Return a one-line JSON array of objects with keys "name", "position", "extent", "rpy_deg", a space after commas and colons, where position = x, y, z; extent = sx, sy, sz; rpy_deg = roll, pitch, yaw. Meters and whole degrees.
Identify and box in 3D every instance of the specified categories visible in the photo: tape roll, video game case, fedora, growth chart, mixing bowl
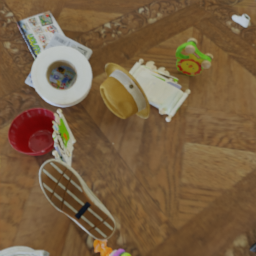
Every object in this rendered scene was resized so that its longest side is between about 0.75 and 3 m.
[{"name": "tape roll", "position": [-2.405, -1.864, 10.271], "extent": [2.147, 0.751, 2.147], "rpy_deg": [0, 87, -8]}, {"name": "video game case", "position": [-2.690, -2.371, 10.893], "extent": [1.678, 0.211, 2.343], "rpy_deg": [28, 83, 5]}, {"name": "fedora", "position": [-0.250, -1.032, 9.248], "extent": [0.910, 2.230, 2.230], "rpy_deg": [-40, 68, -16]}, {"name": "growth chart", "position": [1.068, -1.616, 11.004], "extent": [2.705, 0.240, 1.957], "rpy_deg": [36, 66, 19]}, {"name": "growth chart", "position": [-1.776, 0.457, 7.755], "extent": [0.171, 1.393, 1.925], "rpy_deg": [-16, 39, 5]}, {"name": "mixing bowl", "position": [-3.051, 0.284, 9.522], "extent": [1.708, 0.925, 1.708], "rpy_deg": [-1, 60, 1]}]

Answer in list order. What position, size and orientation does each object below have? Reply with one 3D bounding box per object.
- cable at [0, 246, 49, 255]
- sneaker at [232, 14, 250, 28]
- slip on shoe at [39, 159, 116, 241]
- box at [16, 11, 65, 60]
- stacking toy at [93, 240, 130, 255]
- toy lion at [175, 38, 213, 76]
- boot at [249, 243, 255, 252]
[{"name": "cable", "position": [-3.060, 4.174, 7.206], "extent": [2.138, 0.740, 2.137], "rpy_deg": [5, 50, 19]}, {"name": "sneaker", "position": [5.182, -5.037, 12.803], "extent": [0.318, 0.499, 0.864], "rpy_deg": [-38, 65, -17]}, {"name": "slip on shoe", "position": [-1.290, 1.792, 7.109], "extent": [0.942, 0.751, 2.478], "rpy_deg": [-46, 102, -10]}, {"name": "box", "position": [-3.551, -3.777, 12.074], "extent": [1.590, 0.502, 2.890], "rpy_deg": [-25, 63, -13]}, {"name": "stacking toy", "position": [-0.204, 3.763, 7.591], "extent": [2.054, 1.127, 1.192], "rpy_deg": [32, 57, 28]}, {"name": "toy lion", "position": [2.368, -2.580, 10.715], "extent": [1.468, 1.407, 0.504], "rpy_deg": [33, 63, -27]}, {"name": "boot", "position": [4.174, 3.618, 7.930], "extent": [1.160, 0.402, 1.010], "rpy_deg": [-18, 61, -12]}]
